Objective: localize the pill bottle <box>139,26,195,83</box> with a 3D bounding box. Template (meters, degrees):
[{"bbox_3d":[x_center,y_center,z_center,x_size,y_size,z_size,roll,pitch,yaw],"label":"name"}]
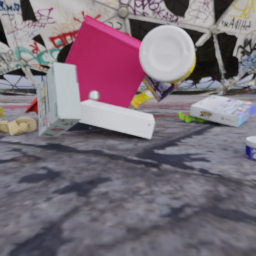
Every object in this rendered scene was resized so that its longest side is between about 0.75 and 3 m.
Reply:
[{"bbox_3d":[1.290,-2.094,8.492,1.467,1.467,2.635,2,9,15],"label":"pill bottle"}]

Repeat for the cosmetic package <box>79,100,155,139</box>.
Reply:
[{"bbox_3d":[-0.389,-0.345,9.550,2.487,0.643,1.875,14,7,1],"label":"cosmetic package"}]

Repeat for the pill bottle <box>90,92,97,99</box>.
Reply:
[{"bbox_3d":[-4.257,-2.922,25.593,2.696,1.535,1.535,1,9,5],"label":"pill bottle"}]

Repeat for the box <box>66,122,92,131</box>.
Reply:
[{"bbox_3d":[-2.027,-0.302,11.093,1.128,0.695,1.119,-2,11,-14],"label":"box"}]

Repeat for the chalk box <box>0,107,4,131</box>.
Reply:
[{"bbox_3d":[-5.236,-0.312,10.402,0.920,0.914,1.474,0,9,-2],"label":"chalk box"}]

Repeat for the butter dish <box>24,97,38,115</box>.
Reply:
[{"bbox_3d":[-3.325,-1.095,13.506,2.345,1.734,2.339,-40,3,14],"label":"butter dish"}]

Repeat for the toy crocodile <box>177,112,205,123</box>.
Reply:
[{"bbox_3d":[3.099,-0.513,13.194,1.548,0.478,0.523,1,9,1],"label":"toy crocodile"}]

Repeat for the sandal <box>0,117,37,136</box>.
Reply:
[{"bbox_3d":[-3.978,0.063,9.780,1.759,0.645,0.578,-3,38,26],"label":"sandal"}]

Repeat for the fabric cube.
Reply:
[{"bbox_3d":[-1.017,-2.458,11.446,2.919,2.966,2.975,23,22,-15],"label":"fabric cube"}]

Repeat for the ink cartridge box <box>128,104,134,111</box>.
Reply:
[{"bbox_3d":[-0.358,-1.378,14.627,1.294,1.751,0.663,1,9,6],"label":"ink cartridge box"}]

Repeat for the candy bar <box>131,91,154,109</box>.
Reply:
[{"bbox_3d":[0.824,-1.572,14.788,0.649,0.288,2.603,42,34,12],"label":"candy bar"}]

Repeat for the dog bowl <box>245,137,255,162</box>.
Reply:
[{"bbox_3d":[3.349,0.509,6.553,1.122,0.442,1.122,0,9,0],"label":"dog bowl"}]

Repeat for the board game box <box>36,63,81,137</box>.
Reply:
[{"bbox_3d":[-2.088,-0.711,8.164,0.675,1.549,2.100,1,-14,-32],"label":"board game box"}]

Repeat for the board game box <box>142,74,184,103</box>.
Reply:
[{"bbox_3d":[1.454,-2.389,13.096,0.532,1.875,1.550,-31,-7,-45],"label":"board game box"}]

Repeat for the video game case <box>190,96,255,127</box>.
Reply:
[{"bbox_3d":[4.357,-0.824,12.797,2.172,0.544,2.396,17,27,36],"label":"video game case"}]
